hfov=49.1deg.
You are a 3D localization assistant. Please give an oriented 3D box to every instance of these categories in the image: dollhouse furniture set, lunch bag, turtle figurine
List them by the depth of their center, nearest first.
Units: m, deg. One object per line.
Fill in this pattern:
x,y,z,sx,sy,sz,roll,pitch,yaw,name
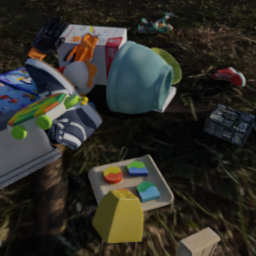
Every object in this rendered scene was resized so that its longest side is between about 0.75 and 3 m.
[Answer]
1.776,3.130,4.641,2.204,1.262,2.585,-7,30,-36,dollhouse furniture set
-3.715,-1.124,9.985,2.146,1.341,2.850,18,47,18,lunch bag
1.663,-5.711,15.630,2.080,1.047,1.558,6,36,26,turtle figurine

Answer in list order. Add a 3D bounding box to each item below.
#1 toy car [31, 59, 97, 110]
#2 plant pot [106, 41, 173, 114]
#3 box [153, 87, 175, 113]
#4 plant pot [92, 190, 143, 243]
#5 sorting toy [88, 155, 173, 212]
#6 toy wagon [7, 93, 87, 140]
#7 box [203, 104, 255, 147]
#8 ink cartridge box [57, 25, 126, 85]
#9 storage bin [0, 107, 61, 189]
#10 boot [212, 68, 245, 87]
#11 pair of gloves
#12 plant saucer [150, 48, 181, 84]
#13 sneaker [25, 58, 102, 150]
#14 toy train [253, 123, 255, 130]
-1.679,-1.280,8.960,2.007,2.177,1.926,1,75,-41,toy car
0.520,-1.470,9.110,1.581,2.360,2.360,17,44,17,plant pot
0.703,-1.364,11.139,1.990,0.362,1.436,20,45,19,box
-0.190,1.940,6.363,0.903,0.924,0.897,9,6,-28,plant pot
0.020,1.552,7.755,1.943,0.354,1.799,-14,43,-15,sorting toy
-1.929,-0.435,6.773,1.980,0.392,1.536,-21,25,13,toy wagon
3.446,-0.122,9.507,1.355,0.584,1.110,24,46,25,box
-1.477,-3.111,11.983,2.583,1.868,1.877,5,41,6,ink cartridge box
-3.359,0.473,7.734,2.368,1.590,1.723,-27,19,-30,storage bin
4.180,-2.093,11.871,1.042,0.523,1.444,-9,34,-9,boot
-2.362,-2.913,10.324,2.214,0.274,1.973,28,83,-4,pair of gloves
1.385,-2.480,11.506,1.777,0.276,1.777,16,56,-25,plant saucer
-2.164,-0.551,8.168,1.554,2.864,1.004,-54,27,-20,sneaker
4.957,-0.160,9.588,1.465,0.624,0.835,-27,58,-28,toy train
